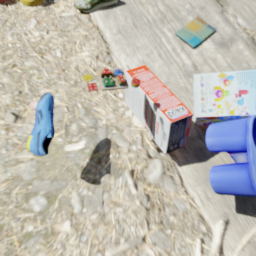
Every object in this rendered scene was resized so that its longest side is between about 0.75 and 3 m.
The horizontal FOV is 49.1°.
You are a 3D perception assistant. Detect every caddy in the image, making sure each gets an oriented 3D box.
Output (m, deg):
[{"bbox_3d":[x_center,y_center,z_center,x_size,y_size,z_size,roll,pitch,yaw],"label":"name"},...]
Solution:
[{"bbox_3d":[3.081,0.752,7.149,1.474,2.809,1.986,-9,82,33],"label":"caddy"}]

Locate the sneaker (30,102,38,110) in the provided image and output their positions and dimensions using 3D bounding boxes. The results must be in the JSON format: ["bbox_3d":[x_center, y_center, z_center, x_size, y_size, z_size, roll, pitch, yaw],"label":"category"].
[{"bbox_3d":[-2.968,-0.718,9.297,0.756,0.395,0.285,32,72,14],"label":"sneaker"}]

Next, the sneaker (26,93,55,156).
[{"bbox_3d":[-2.051,-0.080,7.117,0.637,0.535,1.625,10,82,23],"label":"sneaker"}]

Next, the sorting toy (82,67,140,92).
[{"bbox_3d":[-0.404,-1.211,6.649,1.344,0.227,0.648,-7,57,-12],"label":"sorting toy"}]

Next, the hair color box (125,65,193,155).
[{"bbox_3d":[0.800,-0.597,8.318,0.792,1.374,2.478,-21,51,-18],"label":"hair color box"}]

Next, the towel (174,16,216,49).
[{"bbox_3d":[2.584,-3.679,10.766,1.356,0.147,0.994,-40,72,-17],"label":"towel"}]

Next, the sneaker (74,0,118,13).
[{"bbox_3d":[-1.293,-5.215,11.069,1.849,0.819,0.711,-21,68,-9],"label":"sneaker"}]

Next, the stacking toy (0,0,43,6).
[{"bbox_3d":[-4.686,-6.238,11.389,2.551,1.078,2.309,3,66,1],"label":"stacking toy"}]

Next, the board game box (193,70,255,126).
[{"bbox_3d":[3.291,-0.858,8.387,2.579,1.328,1.353,-2,79,12],"label":"board game box"}]
